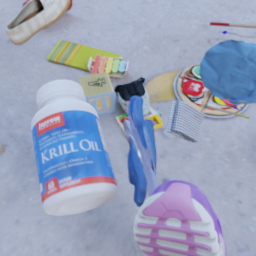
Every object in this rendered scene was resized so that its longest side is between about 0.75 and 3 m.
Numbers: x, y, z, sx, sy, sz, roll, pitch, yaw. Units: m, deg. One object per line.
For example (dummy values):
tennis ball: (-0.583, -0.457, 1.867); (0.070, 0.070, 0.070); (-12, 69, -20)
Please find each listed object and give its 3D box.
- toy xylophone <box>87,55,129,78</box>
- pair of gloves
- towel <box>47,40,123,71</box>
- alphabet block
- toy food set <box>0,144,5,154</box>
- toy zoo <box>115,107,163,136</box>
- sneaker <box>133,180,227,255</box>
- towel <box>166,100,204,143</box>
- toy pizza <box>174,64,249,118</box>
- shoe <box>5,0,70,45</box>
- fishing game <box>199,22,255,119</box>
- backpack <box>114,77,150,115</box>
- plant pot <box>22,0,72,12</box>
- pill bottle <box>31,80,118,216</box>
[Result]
toy xylophone: (-0.726, -2.371, 10.531); (1.566, 0.393, 1.147); (0, 56, 0)
pair of gloves: (0.163, 0.497, 5.019); (0.261, 2.288, 1.839); (-10, 79, -10)
towel: (-1.723, -2.765, 11.188); (2.857, 0.258, 1.229); (17, 59, 12)
alphabet block: (-1.032, -1.113, 9.393); (1.009, 1.004, 1.027); (-12, 52, -11)
toy food set: (-4.570, 0.587, 8.502); (1.341, 0.405, 0.962); (35, 59, 14)
toy zoo: (0.454, -0.229, 9.222); (1.489, 0.152, 0.977); (-21, 53, -16)
sneaker: (0.978, 1.674, 4.374); (1.167, 2.902, 1.283); (7, 44, 30)
towel: (1.291, -0.124, 6.256); (0.389, 0.910, 0.753); (-8, 65, 49)
toy pizza: (3.017, -1.478, 10.019); (2.746, 0.435, 2.746); (0, 52, 0)
shoe: (-2.727, -3.511, 8.565); (0.841, 0.642, 2.407); (39, 78, 20)
fishing game: (2.724, -1.386, 6.996); (1.884, 2.631, 0.409); (15, 47, 28)
backpack: (0.214, -0.984, 9.194); (1.179, 0.894, 1.413); (-24, 30, 2)
plant pot: (-3.676, -5.478, 12.480); (1.735, 1.735, 1.687); (23, 64, 17)
pill bottle: (-1.018, 0.285, 4.890); (1.220, 1.220, 2.175); (-14, 64, -11)
